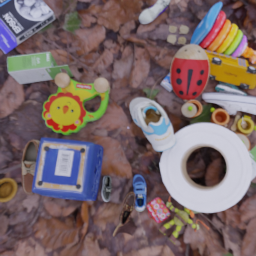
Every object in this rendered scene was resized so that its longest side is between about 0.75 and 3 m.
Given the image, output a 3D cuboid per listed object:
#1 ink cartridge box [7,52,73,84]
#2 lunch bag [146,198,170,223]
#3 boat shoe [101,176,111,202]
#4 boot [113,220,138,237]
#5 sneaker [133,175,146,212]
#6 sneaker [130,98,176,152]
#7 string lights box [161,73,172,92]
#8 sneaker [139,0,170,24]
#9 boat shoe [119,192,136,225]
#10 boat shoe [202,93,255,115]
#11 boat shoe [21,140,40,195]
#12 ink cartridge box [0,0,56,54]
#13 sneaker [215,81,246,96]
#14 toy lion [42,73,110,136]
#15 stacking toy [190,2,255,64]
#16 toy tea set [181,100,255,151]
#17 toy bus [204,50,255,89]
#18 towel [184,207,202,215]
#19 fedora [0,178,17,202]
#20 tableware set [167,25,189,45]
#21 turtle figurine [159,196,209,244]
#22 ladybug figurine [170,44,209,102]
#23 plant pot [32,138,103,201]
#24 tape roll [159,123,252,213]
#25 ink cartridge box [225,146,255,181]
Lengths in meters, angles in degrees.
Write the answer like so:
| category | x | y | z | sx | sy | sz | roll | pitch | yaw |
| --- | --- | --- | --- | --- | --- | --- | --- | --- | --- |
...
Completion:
| category | x | y | z | sx | sy | sz | roll | pitch | yaw |
| --- | --- | --- | --- | --- | --- | --- | --- | --- | --- |
| ink cartridge box | -3.396 | -2.364 | 10.989 | 2.231 | 1.158 | 0.661 | -8 | 77 | -2 |
| lunch bag | 1.033 | 2.980 | 10.070 | 0.710 | 0.330 | 0.806 | -34 | 78 | -3 |
| boat shoe | -0.773 | 2.215 | 10.207 | 0.329 | 0.296 | 0.931 | 4 | 78 | -24 |
| boot | -0.103 | 3.650 | 9.904 | 0.634 | 0.276 | 0.762 | 34 | 75 | 10 |
| sneaker | 0.431 | 2.334 | 10.111 | 0.486 | 0.541 | 1.315 | -6 | 74 | 1 |
| sneaker | 0.768 | -0.471 | 9.831 | 1.131 | 1.194 | 2.955 | -27 | 35 | -4 |
| string lights box | 1.818 | -1.990 | 11.339 | 0.500 | 0.287 | 0.974 | 39 | 79 | 5 |
| sneaker | 1.188 | -4.976 | 11.967 | 1.563 | 0.777 | 0.543 | -33 | 94 | 21 |
| boat shoe | 0.001 | 2.807 | 9.693 | 0.399 | 0.399 | 1.134 | 17 | 97 | -6 |
| boat shoe | 4.042 | -0.875 | 10.770 | 2.408 | 0.886 | 0.787 | 10 | 103 | 16 |
| boat shoe | -3.591 | 1.413 | 10.240 | 0.773 | 0.733 | 2.042 | -2 | 76 | -1 |
| ink cartridge box | -4.955 | -4.920 | 11.960 | 2.667 | 0.579 | 2.642 | -39 | 80 | -8 |
| sneaker | 4.149 | -1.597 | 11.173 | 1.230 | 0.477 | 0.561 | 21 | 73 | 4 |
| toy lion | -2.039 | -0.842 | 10.879 | 2.424 | 0.832 | 2.323 | 7 | 83 | 1 |
| stacking toy | 4.132 | -3.420 | 11.244 | 2.903 | 1.593 | 1.685 | 29 | 67 | -4 |
| toy tea set | 3.347 | -0.043 | 10.422 | 2.977 | 1.102 | 1.770 | 19 | 76 | 5 |
| toy bus | 3.822 | -2.327 | 11.003 | 2.508 | 0.816 | 0.982 | 16 | 39 | 5 |
| towel | 2.554 | 2.668 | 10.181 | 1.155 | 0.211 | 0.857 | -8 | 77 | -1 |
| fedora | -4.436 | 2.277 | 10.216 | 0.882 | 0.360 | 0.882 | 1 | 71 | -2 |
| tableware set | 2.118 | -3.975 | 11.948 | 0.845 | 0.117 | 1.012 | 11 | 76 | 2 |
| turtle figurine | 1.847 | 3.308 | 9.763 | 1.720 | 0.554 | 1.387 | 40 | 77 | 15 |
| ladybug figurine | 2.307 | -1.992 | 10.530 | 1.481 | 0.785 | 2.183 | 2 | 112 | 9 |
| plant pot | -2.064 | 1.398 | 9.639 | 2.092 | 1.881 | 2.092 | 6 | 77 | 2 |
| tape roll | 2.606 | 1.331 | 9.549 | 2.946 | 1.030 | 2.946 | -2 | 83 | 20 |
| ink cartridge box | 4.483 | 1.389 | 10.390 | 1.534 | 0.455 | 0.796 | -40 | 79 | -9 |
